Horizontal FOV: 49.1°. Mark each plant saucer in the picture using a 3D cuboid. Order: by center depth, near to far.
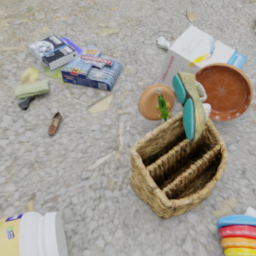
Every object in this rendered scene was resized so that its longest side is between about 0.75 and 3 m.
[{"bbox_3d":[3.158,-1.229,9.659,2.142,2.142,0.346,24,43,19],"label":"plant saucer"},{"bbox_3d":[1.015,-0.850,9.753,1.367,1.367,0.221,-16,31,-13],"label":"plant saucer"}]

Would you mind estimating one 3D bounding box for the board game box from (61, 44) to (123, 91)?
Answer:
[{"bbox_3d":[-1.518,-2.866,12.883,2.312,0.713,2.311,12,51,11],"label":"board game box"}]

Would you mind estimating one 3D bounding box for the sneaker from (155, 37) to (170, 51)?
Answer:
[{"bbox_3d":[1.788,-4.224,14.279,0.463,0.439,1.146,-23,46,-10],"label":"sneaker"}]

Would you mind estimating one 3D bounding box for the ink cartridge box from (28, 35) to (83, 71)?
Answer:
[{"bbox_3d":[-3.501,-3.899,13.951,2.113,0.459,2.094,-33,56,-26],"label":"ink cartridge box"}]

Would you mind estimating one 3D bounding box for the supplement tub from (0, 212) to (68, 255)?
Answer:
[{"bbox_3d":[-2.961,3.208,6.859,2.688,1.954,1.954,-12,50,-9],"label":"supplement tub"}]

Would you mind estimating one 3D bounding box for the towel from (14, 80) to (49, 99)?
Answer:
[{"bbox_3d":[-4.097,-1.658,11.964,1.434,0.262,1.064,-13,33,-10],"label":"towel"}]

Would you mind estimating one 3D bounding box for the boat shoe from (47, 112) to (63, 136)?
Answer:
[{"bbox_3d":[-2.855,-0.180,10.792,0.415,0.394,1.096,6,50,5],"label":"boat shoe"}]

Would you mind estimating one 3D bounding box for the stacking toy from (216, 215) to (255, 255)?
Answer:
[{"bbox_3d":[3.020,3.504,7.295,1.265,1.196,2.180,-4,59,16],"label":"stacking toy"}]

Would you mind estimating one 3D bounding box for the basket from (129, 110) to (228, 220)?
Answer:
[{"bbox_3d":[1.679,1.113,8.505,2.948,2.196,2.104,-31,56,-25],"label":"basket"}]

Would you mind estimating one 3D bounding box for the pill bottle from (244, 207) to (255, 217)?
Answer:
[{"bbox_3d":[3.891,2.754,8.200,0.937,0.520,0.520,34,57,26],"label":"pill bottle"}]

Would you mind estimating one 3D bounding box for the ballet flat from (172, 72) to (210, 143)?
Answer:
[{"bbox_3d":[1.925,-0.698,8.126,0.891,0.891,2.521,-4,51,-4],"label":"ballet flat"}]

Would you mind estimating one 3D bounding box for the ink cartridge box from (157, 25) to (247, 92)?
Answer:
[{"bbox_3d":[2.866,-2.347,11.230,2.603,1.917,1.883,35,60,9],"label":"ink cartridge box"}]

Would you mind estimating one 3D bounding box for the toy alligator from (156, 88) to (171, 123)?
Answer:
[{"bbox_3d":[1.059,-0.698,8.541,0.410,1.236,0.297,-8,29,10],"label":"toy alligator"}]

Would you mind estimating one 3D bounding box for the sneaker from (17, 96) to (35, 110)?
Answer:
[{"bbox_3d":[-4.155,-1.009,11.628,0.764,0.286,0.406,-35,69,-25],"label":"sneaker"}]
